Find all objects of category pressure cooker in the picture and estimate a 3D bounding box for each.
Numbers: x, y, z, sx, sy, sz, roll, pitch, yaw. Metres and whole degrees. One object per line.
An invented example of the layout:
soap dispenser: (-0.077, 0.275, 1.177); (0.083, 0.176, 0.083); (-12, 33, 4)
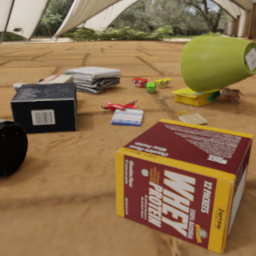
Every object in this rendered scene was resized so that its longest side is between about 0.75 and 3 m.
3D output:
pressure cooker: (-3.272, 0.379, 6.416); (1.524, 1.340, 1.361); (12, 20, 20)

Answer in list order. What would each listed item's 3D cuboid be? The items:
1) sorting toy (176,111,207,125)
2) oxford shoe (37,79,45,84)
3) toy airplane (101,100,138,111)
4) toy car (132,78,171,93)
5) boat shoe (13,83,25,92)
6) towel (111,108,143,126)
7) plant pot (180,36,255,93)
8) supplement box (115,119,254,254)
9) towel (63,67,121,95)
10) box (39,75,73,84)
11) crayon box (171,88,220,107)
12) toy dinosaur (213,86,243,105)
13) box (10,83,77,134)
sorting toy: (2.157, -0.332, 9.757); (0.753, 0.135, 1.010); (-12, 32, -19)
oxford shoe: (-3.599, -1.926, 13.369); (2.261, 0.653, 0.850); (18, 25, 35)
toy airplane: (-0.314, -0.864, 11.076); (1.612, 0.296, 1.612); (-1, 18, 0)
toy car: (1.149, -2.130, 14.159); (2.051, 0.457, 1.930); (2, 22, 6)
boat shoe: (-4.667, -1.705, 12.918); (1.764, 0.546, 0.661); (10, 26, 31)
towel: (-0.011, -0.375, 10.003); (1.053, 0.171, 1.434); (4, 23, 5)
plant pot: (3.587, -2.448, 10.431); (2.238, 2.238, 2.391); (-14, 12, -32)
supplement box: (1.078, 0.858, 5.209); (1.930, 1.299, 1.956); (12, 24, 28)
towel: (-1.805, -2.455, 14.266); (2.436, 1.042, 2.017); (14, 24, 37)
box: (-2.866, -1.409, 11.324); (0.969, 1.137, 1.779); (1, 21, 4)
crayon box: (2.914, -1.386, 12.136); (1.973, 0.501, 1.253); (-17, 27, -39)
toy dinosaur: (4.394, -1.451, 12.113); (1.121, 0.710, 1.655); (11, 18, 24)
box: (-2.691, -0.720, 9.371); (1.914, 1.186, 1.881); (-3, 26, -8)
